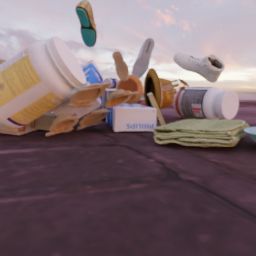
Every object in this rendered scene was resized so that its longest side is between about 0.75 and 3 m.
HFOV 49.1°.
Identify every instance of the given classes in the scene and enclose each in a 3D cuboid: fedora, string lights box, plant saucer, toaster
[{"bbox_3d":[1.462,-1.585,13.050,1.028,2.521,2.521,-8,9,-11],"label":"fedora"},{"bbox_3d":[0.012,-0.430,10.544,1.442,0.827,2.806,0,8,-11],"label":"string lights box"},{"bbox_3d":[3.902,0.310,6.416,2.359,0.454,2.359,1,8,0],"label":"plant saucer"},{"bbox_3d":[-1.703,-1.339,9.908,1.448,0.831,2.819,-28,28,12],"label":"string lights box"},{"bbox_3d":[0.035,-1.453,10.672,1.130,1.130,0.212,4,10,30],"label":"plant saucer"},{"bbox_3d":[-1.027,-1.172,14.058,2.394,1.420,2.165,-6,9,-36],"label":"toaster"}]

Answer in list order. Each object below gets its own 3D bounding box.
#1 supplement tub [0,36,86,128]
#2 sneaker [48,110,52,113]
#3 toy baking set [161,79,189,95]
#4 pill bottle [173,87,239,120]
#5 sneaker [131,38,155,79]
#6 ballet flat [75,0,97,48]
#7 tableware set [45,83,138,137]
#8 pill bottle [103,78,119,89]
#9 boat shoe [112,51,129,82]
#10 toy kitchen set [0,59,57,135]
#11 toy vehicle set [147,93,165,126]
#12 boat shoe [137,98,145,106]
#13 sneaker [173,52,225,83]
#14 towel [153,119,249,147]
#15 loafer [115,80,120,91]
[{"bbox_3d":[-2.645,-1.283,7.946,2.470,1.796,1.796,-29,3,9],"label":"supplement tub"},{"bbox_3d":[-3.038,-1.856,10.294,0.966,2.612,1.070,5,4,7],"label":"sneaker"},{"bbox_3d":[1.697,-1.484,10.140,0.823,0.125,1.072,-30,-32,26],"label":"toy baking set"},{"bbox_3d":[3.646,-1.156,13.328,1.590,1.590,2.744,-6,10,-37],"label":"pill bottle"},{"bbox_3d":[0.729,-3.191,13.096,0.724,1.984,0.702,25,5,-3],"label":"sneaker"},{"bbox_3d":[-1.265,-3.318,8.936,0.594,0.594,1.679,1,-27,5],"label":"ballet flat"},{"bbox_3d":[-1.123,-0.546,8.675,2.370,0.329,2.838,-11,-21,-47],"label":"tableware set"},{"bbox_3d":[-0.800,-2.213,14.025,0.549,0.549,0.949,4,9,29],"label":"pill bottle"},{"bbox_3d":[-0.203,-1.758,8.195,0.378,1.051,0.340,-22,-24,2],"label":"boat shoe"},{"bbox_3d":[-3.669,-1.072,9.454,2.552,2.303,2.082,8,9,4],"label":"toy kitchen set"},{"bbox_3d":[1.022,-0.688,10.236,0.161,1.215,0.755,-24,7,4],"label":"toy vehicle set"},{"bbox_3d":[0.005,-1.329,15.846,2.951,0.923,1.050,7,-25,27],"label":"boat shoe"},{"bbox_3d":[2.383,-2.238,9.336,1.723,0.635,0.996,28,-15,6],"label":"sneaker"},{"bbox_3d":[2.064,0.121,7.665,2.094,0.515,2.823,3,9,29],"label":"towel"},{"bbox_3d":[-0.350,-1.429,12.480,0.537,1.573,0.595,12,-10,27],"label":"loafer"}]
